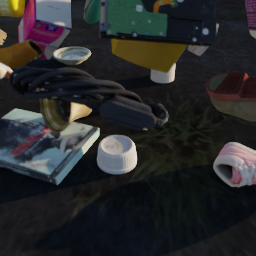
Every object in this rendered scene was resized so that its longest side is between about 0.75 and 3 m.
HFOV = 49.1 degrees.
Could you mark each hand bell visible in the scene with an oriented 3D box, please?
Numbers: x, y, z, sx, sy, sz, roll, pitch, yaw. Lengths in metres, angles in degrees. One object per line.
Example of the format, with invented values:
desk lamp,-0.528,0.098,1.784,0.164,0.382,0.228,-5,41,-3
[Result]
hand bell,-0.897,-0.764,8.210,2.892,1.506,1.506,-8,31,-45

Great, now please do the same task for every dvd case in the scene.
dvd case,-2.492,0.336,7.383,2.878,0.317,2.101,14,37,18

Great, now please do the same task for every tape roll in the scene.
tape roll,1.325,-2.178,10.722,0.906,0.622,0.906,0,35,0

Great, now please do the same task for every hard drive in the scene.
hard drive,0.680,-2.774,6.060,2.565,1.792,0.485,1,6,-10

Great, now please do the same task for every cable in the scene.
cable,-0.580,-0.480,4.070,2.147,0.545,1.752,14,6,-25

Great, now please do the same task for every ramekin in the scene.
ramekin,-0.271,0.603,6.815,0.991,0.520,0.991,0,35,0

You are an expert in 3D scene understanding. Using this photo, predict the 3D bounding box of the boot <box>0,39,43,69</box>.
boot,-2.967,-1.747,6.695,1.363,0.670,1.904,-21,8,14

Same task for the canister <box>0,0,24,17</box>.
canister,-3.632,-3.481,6.901,1.937,1.439,0.838,2,1,0

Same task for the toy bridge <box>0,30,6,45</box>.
toy bridge,-2.527,-1.726,4.353,1.644,0.224,0.553,31,2,14

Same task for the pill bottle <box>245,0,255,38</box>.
pill bottle,3.655,-3.065,6.890,1.397,2.489,1.397,-16,22,7

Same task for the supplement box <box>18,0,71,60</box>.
supplement box,-2.393,-2.818,7.873,0.953,0.973,1.883,3,-15,-33

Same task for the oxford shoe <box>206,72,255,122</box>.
oxford shoe,0.872,-0.166,1.724,0.751,0.281,0.265,19,64,40

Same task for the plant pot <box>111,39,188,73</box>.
plant pot,0.513,-3.006,7.989,1.835,2.080,2.080,0,71,-15

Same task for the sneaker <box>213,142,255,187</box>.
sneaker,2.817,1.010,6.022,2.026,0.762,1.059,21,37,36

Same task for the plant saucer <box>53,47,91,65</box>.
plant saucer,-2.432,-3.100,12.239,1.608,0.404,1.608,0,35,0

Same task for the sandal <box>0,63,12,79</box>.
sandal,-1.937,-0.799,3.699,0.317,0.828,0.237,-6,68,37

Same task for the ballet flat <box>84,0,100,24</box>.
ballet flat,-0.729,-4.044,8.149,0.779,2.166,0.779,17,54,-25

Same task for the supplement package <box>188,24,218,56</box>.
supplement package,2.032,-2.461,7.608,0.417,0.752,0.585,25,62,-9
